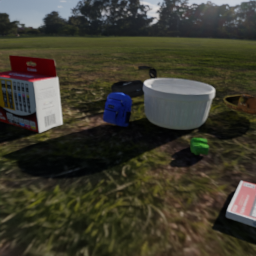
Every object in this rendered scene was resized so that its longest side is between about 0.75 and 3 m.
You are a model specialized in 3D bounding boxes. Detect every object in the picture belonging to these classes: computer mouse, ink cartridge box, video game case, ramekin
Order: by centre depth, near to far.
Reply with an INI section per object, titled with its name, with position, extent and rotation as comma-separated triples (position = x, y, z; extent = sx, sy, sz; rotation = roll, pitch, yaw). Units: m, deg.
[video game case]
position = 3.164, 1.720, 5.716
extent = 1.959, 0.171, 1.401
rotation = 13, 24, 30
[ink cartridge box]
position = -4.051, -1.405, 10.759
extent = 2.868, 2.518, 1.203
rotation = 12, 24, 32
[ramekin]
position = 1.900, -0.976, 11.014
extent = 2.733, 1.435, 2.733
rotation = 3, 22, -1
[computer mouse]
position = 0.281, -2.221, 14.117
extent = 2.582, 1.813, 0.594
rotation = 0, 41, 12

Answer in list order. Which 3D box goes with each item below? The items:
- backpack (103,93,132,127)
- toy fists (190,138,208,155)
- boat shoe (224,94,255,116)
[backpack]
position = -0.387, -0.715, 10.480
extent = 0.972, 1.196, 1.003
rotation = 15, 5, 19
[toy fists]
position = 2.157, 0.570, 8.609
extent = 0.504, 0.340, 0.990
rotation = 11, 20, 8
[boat shoe]
position = 4.931, -1.007, 11.790
extent = 0.735, 0.778, 2.163
rotation = 27, -8, -25
